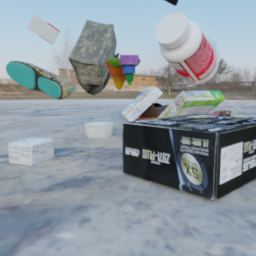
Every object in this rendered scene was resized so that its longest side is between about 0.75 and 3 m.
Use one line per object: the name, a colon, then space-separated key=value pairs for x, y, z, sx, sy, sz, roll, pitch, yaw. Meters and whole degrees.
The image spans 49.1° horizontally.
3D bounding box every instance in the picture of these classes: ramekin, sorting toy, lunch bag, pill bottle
ramekin: x=-1.104 y=0.087 z=10.607 sx=1.128 sy=0.525 sz=1.128 roll=0 pitch=7 yaw=0
sorting toy: x=-0.143 y=-1.544 z=8.141 sx=0.929 sy=0.922 sz=2.678 roll=-1 pitch=10 yaw=-9
lunch bag: x=-1.266 y=-2.726 z=11.549 sx=1.444 sy=2.015 sz=2.456 roll=15 pitch=-23 yaw=11
pill bottle: x=1.703 y=-2.272 z=8.176 sx=1.256 sy=1.256 sz=2.238 roll=6 pitch=-15 yaw=37

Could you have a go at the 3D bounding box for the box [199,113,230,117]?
box: x=3.173 y=-0.123 z=11.006 sx=1.459 sy=0.837 sz=0.964 roll=-4 pitch=8 yaw=-36

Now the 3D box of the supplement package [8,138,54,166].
supplement package: x=-2.441 y=0.583 z=7.110 sx=0.702 sy=0.499 sz=0.901 roll=3 pitch=8 yaw=19

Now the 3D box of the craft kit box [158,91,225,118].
craft kit box: x=2.396 y=-0.624 z=11.292 sx=2.241 sy=0.544 sz=2.213 roll=-5 pitch=-28 yaw=-36

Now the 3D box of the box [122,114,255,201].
box: x=1.561 y=0.401 z=6.019 sx=2.678 sy=1.153 sz=2.193 roll=-8 pitch=11 yaw=-44

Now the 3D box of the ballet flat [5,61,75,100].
ballet flat: x=-2.634 y=-1.495 z=8.641 sx=2.385 sy=0.809 sz=0.898 roll=24 pitch=29 yaw=21

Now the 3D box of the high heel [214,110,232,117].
high heel: x=4.653 y=-0.539 z=14.103 sx=1.485 sy=0.744 sz=2.083 roll=3 pitch=14 yaw=-31

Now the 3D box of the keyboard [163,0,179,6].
keyboard: x=0.945 y=-3.413 z=6.965 sx=0.780 sy=0.468 sz=0.100 roll=32 pitch=54 yaw=11

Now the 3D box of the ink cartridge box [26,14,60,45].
ink cartridge box: x=-2.086 y=-2.465 z=7.001 sx=0.696 sy=0.400 sz=0.959 roll=30 pitch=11 yaw=-22

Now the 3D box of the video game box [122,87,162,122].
video game box: x=0.703 y=-1.370 z=15.929 sx=0.598 sy=2.328 sz=2.556 roll=44 pitch=2 yaw=-9

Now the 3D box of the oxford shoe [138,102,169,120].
oxford shoe: x=1.445 y=-0.913 z=15.722 sx=1.066 sy=1.086 sz=2.994 roll=-5 pitch=9 yaw=-31
